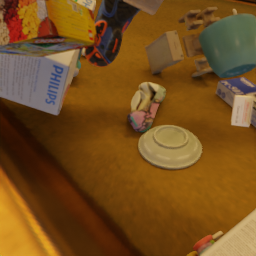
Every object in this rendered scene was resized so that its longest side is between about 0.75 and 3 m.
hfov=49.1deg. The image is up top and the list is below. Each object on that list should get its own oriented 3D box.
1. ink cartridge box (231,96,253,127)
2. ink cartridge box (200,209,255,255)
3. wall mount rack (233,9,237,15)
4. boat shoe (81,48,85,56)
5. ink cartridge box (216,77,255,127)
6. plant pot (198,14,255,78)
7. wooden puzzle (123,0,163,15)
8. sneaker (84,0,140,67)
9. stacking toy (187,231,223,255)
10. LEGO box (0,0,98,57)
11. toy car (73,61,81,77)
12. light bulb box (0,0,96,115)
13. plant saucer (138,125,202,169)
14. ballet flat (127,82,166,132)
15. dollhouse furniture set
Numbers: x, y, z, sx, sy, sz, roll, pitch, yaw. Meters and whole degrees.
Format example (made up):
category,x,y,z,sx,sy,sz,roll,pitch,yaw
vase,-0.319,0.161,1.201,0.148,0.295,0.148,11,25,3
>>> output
category,x,y,z,sx,sy,sz,roll,pitch,yaw
ink cartridge box,1.939,-0.300,4.794,0.289,0.499,0.857,7,8,18
ink cartridge box,2.065,2.582,4.108,2.899,1.107,1.978,-25,45,-26
wall mount rack,3.214,-2.745,8.671,0.613,1.428,1.644,23,11,12
boat shoe,-1.212,-3.554,12.492,1.733,0.640,0.739,-19,41,-20
ink cartridge box,3.995,-0.849,9.070,1.094,0.514,2.327,-11,39,-15
plant pot,2.681,-2.001,7.243,1.467,1.467,1.177,-9,80,-11
wooden puzzle,0.419,-3.035,6.126,0.831,0.897,0.208,19,53,-16
sneaker,-0.461,-3.055,7.846,1.119,2.970,1.165,31,-5,-18
stacking toy,1.414,2.223,4.963,0.699,0.772,0.326,-11,46,-30
LEGO box,-1.309,-1.490,4.196,1.171,0.607,1.573,-7,9,17
toy car,-2.268,-2.278,10.623,1.095,0.959,0.821,-26,-9,24
light bulb box,-2.669,-2.332,7.099,2.956,1.844,2.930,19,51,-12
plant saucer,1.142,0.364,7.569,1.729,0.434,1.729,0,38,0
ballet flat,0.574,-0.877,8.726,0.845,0.870,2.444,-19,28,34
dollhouse furniture set,2.242,-3.072,10.808,2.571,2.253,1.708,-17,3,-21
